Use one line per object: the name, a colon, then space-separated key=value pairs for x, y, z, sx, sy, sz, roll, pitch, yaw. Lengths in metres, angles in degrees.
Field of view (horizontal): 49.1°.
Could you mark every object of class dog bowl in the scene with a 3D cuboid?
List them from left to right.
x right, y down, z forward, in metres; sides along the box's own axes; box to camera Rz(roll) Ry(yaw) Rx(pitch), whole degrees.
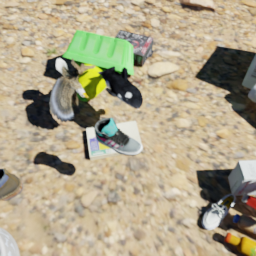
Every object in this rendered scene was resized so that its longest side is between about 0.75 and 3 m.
dog bowl: x=-4.413 y=3.846 z=7.652 sx=2.615 sy=0.767 sz=2.615 roll=0 pitch=55 yaw=0

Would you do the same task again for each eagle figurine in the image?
eagle figurine: x=-2.087 y=-1.377 z=10.276 sx=1.540 sy=2.029 sz=1.531 roll=9 pitch=35 yaw=-37

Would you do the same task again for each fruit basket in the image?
fruit basket: x=-1.299 y=-2.446 z=11.810 sx=2.989 sy=2.156 sz=2.989 roll=1 pitch=96 yaw=13

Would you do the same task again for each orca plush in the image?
orca plush: x=-0.153 y=-1.687 z=9.715 sx=1.329 sy=0.898 sz=2.526 roll=12 pitch=29 yaw=-27

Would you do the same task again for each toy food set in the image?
toy food set: x=3.914 y=2.327 z=8.057 sx=1.249 sy=2.776 sz=1.325 roll=23 pitch=20 yaw=15

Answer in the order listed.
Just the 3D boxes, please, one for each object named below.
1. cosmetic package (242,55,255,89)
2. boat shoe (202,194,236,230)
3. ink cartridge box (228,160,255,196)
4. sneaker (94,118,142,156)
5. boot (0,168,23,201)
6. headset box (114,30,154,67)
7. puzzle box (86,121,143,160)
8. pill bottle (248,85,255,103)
cosmetic package: x=6.571 y=-2.905 z=11.574 sx=2.274 sy=2.288 sz=2.734 roll=28 pitch=59 yaw=18
boat shoe: x=2.860 y=2.551 z=8.670 sx=1.434 sy=0.611 sz=0.530 roll=-33 pitch=61 yaw=-22
ink cartridge box: x=4.248 y=1.593 z=8.982 sx=1.685 sy=1.228 sz=0.698 roll=-2 pitch=54 yaw=-1
sneaker: x=-0.324 y=0.173 z=7.418 sx=1.455 sy=0.878 sz=0.608 roll=18 pitch=60 yaw=23
boot: x=-4.621 y=2.088 z=8.635 sx=2.486 sy=1.205 sz=0.929 roll=-32 pitch=60 yaw=-21
headset box: x=0.232 y=-3.713 z=13.117 sx=1.931 sy=0.724 sz=1.435 roll=18 pitch=56 yaw=12
puzzle box: x=-0.537 y=0.444 z=10.414 sx=1.950 sy=0.248 sz=1.297 roll=-9 pitch=55 yaw=-6
pill bottle: x=5.770 y=-0.887 z=10.759 sx=1.260 sy=1.260 sz=2.108 roll=-29 pitch=60 yaw=-19
